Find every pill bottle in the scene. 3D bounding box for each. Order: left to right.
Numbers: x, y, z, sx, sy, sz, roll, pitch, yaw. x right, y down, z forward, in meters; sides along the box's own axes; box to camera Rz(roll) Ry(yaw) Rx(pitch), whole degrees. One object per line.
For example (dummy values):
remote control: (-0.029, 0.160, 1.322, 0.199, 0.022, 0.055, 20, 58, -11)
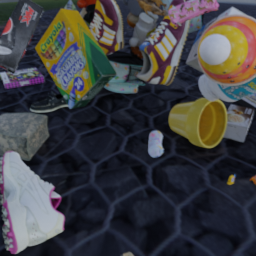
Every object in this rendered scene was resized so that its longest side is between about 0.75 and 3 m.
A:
pill bottle: (2.925, -1.453, 7.087, 1.288, 1.288, 2.325, -27, 0, -38)

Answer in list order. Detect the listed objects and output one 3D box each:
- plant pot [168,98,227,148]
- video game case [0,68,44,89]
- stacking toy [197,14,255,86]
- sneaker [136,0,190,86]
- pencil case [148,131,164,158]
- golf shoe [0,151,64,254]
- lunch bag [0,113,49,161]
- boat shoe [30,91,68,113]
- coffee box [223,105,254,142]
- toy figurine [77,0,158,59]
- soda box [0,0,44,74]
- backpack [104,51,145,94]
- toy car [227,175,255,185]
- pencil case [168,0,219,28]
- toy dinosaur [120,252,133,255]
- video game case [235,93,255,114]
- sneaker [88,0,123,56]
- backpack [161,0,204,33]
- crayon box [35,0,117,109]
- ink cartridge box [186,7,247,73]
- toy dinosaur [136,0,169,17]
plant pot: (2.150, -0.222, 9.021, 1.520, 1.520, 1.430, -22, 21, -32)
video game case: (-5.232, -2.475, 13.797, 1.833, 0.328, 1.661, -15, 34, -23)
stacking toy: (1.819, -1.475, 5.435, 1.513, 1.513, 2.071, 18, 23, 28)
sneaker: (1.107, -2.898, 9.336, 1.309, 2.906, 1.089, 6, 15, -18)
pencil case: (0.855, 0.483, 8.685, 0.455, 0.417, 1.004, -21, 25, 15)
golf shoe: (-2.309, 1.541, 6.514, 1.280, 1.053, 2.796, -5, 37, -26)
lunch bag: (-3.542, 0.180, 8.665, 1.692, 0.995, 1.388, 9, 32, 6)
boat shoe: (-2.872, -1.152, 11.188, 2.108, 0.699, 0.788, -11, 32, -18)
coffee box: (3.749, -0.189, 9.658, 0.856, 0.597, 1.497, 17, 34, 26)
toy figurine: (-0.446, -4.044, 10.662, 2.951, 2.085, 2.997, 0, 57, -15)
soda box: (-2.412, -1.998, 6.084, 0.548, 1.549, 0.491, 25, -7, -24)
backpack: (-0.465, -2.526, 12.367, 2.241, 1.718, 1.970, 7, 27, -33)
toy car: (3.153, 1.389, 7.257, 1.017, 0.338, 0.499, -5, 31, -9)
pencil case: (1.262, -2.300, 5.447, 0.922, 0.399, 0.382, -18, 4, 23)
toy dinosaur: (0.089, 2.805, 4.817, 2.158, 0.628, 1.091, -21, 51, -18)
video game case: (5.538, -1.150, 11.616, 1.877, 0.265, 2.077, -10, 32, -17)
sneaker: (-0.763, -2.901, 8.184, 1.032, 2.290, 0.858, -28, 66, -8)
backpack: (2.061, -4.444, 10.445, 1.421, 1.854, 1.630, -24, 54, 11)
crayon box: (-1.710, -2.158, 8.268, 0.699, 1.704, 2.711, -20, 76, -51)
ink cartridge box: (3.272, -3.125, 10.337, 0.957, 1.643, 2.272, 24, -4, -13)
toy dinosaur: (0.370, -2.973, 6.604, 1.635, 0.494, 0.868, 25, 15, -26)
